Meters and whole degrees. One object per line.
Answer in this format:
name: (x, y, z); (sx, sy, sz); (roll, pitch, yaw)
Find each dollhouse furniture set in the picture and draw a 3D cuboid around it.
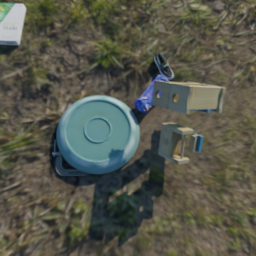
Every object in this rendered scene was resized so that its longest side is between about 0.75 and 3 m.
dollhouse furniture set: (1.715, -0.266, 8.706); (1.565, 1.556, 2.220); (-4, 107, -35)

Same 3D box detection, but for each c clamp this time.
c clamp: (-1.906, 1.037, 9.528); (1.439, 0.195, 1.229); (4, 72, 2)

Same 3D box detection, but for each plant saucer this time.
plant saucer: (-1.033, 0.117, 9.655); (2.904, 0.398, 2.904); (1, 69, -3)

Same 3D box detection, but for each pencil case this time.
pencil case: (0.866, -1.226, 10.030); (0.604, 0.672, 1.548); (33, 73, 29)

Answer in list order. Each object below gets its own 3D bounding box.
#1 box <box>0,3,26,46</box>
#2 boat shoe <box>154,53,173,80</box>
box: (-4.894, -4.153, 11.174); (1.301, 0.328, 1.803); (2, 71, 0)
boat shoe: (1.326, -2.322, 10.528); (0.407, 0.400, 1.128); (-30, 74, -10)
